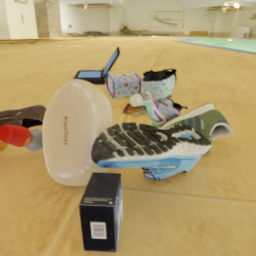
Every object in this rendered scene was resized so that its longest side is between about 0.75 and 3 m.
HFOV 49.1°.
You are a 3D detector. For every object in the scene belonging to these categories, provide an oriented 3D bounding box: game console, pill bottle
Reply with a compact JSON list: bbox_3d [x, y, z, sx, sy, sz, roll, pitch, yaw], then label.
[{"bbox_3d":[-1.770,-3.626,15.970,2.602,1.722,2.959,-1,22,-3],"label":"game console"},{"bbox_3d":[0.488,-1.114,10.978,0.486,0.486,0.853,19,26,39],"label":"pill bottle"}]

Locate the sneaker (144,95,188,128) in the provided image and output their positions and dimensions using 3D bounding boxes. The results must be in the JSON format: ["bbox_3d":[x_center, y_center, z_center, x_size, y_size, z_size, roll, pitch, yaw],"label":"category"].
[{"bbox_3d":[1.165,-0.296,7.805,1.093,1.563,0.607,-24,52,4],"label":"sneaker"}]

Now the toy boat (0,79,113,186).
[{"bbox_3d":[-1.590,0.139,6.668,2.905,2.442,1.350,-5,-14,24],"label":"toy boat"}]

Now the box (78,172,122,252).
[{"bbox_3d":[-0.415,1.388,4.740,0.579,0.940,0.932,1,23,5],"label":"box"}]

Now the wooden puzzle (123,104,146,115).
[{"bbox_3d":[0.292,-0.720,10.962,0.900,0.107,1.518,2,20,7],"label":"wooden puzzle"}]

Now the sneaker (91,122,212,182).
[{"bbox_3d":[0.535,0.691,5.946,2.843,1.279,1.114,2,31,-32],"label":"sneaker"}]

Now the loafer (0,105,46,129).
[{"bbox_3d":[-3.417,-0.174,8.616,1.888,0.689,0.670,-18,51,-3],"label":"loafer"}]

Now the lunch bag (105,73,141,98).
[{"bbox_3d":[-0.259,-2.096,13.184,1.410,1.027,1.659,-6,31,-16],"label":"lunch bag"}]

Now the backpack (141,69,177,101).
[{"bbox_3d":[1.334,-1.913,12.458,1.612,1.223,1.932,-5,20,22],"label":"backpack"}]

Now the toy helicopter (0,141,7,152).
[{"bbox_3d":[-3.801,0.444,6.627,1.418,0.846,2.144,16,25,-9],"label":"toy helicopter"}]

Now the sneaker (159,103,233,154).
[{"bbox_3d":[1.718,0.265,7.546,2.597,0.871,1.166,-27,59,-23],"label":"sneaker"}]
